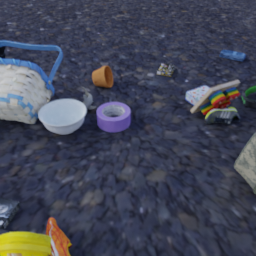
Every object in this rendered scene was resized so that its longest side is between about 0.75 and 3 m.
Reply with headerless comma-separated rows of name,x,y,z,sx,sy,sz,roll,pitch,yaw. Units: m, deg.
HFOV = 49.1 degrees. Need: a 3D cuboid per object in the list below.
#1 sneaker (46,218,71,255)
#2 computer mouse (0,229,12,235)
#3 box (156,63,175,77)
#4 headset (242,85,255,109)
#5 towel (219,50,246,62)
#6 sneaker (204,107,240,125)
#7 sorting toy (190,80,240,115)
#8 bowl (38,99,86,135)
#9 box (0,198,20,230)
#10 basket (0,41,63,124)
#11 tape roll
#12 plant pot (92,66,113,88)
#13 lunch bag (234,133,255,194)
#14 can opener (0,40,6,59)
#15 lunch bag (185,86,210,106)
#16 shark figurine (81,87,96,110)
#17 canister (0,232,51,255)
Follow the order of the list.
sneaker,-1.372,2.262,5.530,0.423,0.400,1.097,2,37,-33
computer mouse,-2.570,2.172,5.301,1.212,0.320,0.840,15,26,-13
box,1.590,-2.452,11.779,0.625,0.193,0.783,10,38,16
headset,5.075,-0.995,9.603,2.176,1.022,1.344,-3,34,21
towel,4.819,-3.360,12.902,1.101,0.267,0.614,18,40,23
sneaker,2.975,-0.320,8.787,1.241,0.458,0.502,-13,42,-14
sorting toy,2.827,-0.852,8.894,1.254,1.261,0.439,-18,69,-26
bowl,-1.953,-0.245,8.508,1.424,0.640,1.424,1,37,0
box,-2.866,1.915,6.054,0.674,0.183,0.842,10,38,13
basket,-3.609,-1.610,9.000,2.437,1.923,2.764,8,69,9
tape roll,-0.455,-0.348,8.808,1.051,0.447,1.051,0,37,0
plant pot,-0.991,-1.904,10.643,0.574,0.820,0.820,-6,34,21
lunch bag,4.243,0.861,6.143,2.767,1.928,2.321,-17,56,-21
can opener,-6.009,-2.826,11.827,0.787,0.976,2.482,15,48,6
lunch bag,2.583,-1.122,9.883,1.024,0.387,0.821,-19,39,-22
shark figurine,-1.418,-0.996,9.458,0.694,0.485,1.162,-10,44,18
canister,-1.785,2.553,4.023,1.321,0.770,1.779,-27,50,33
